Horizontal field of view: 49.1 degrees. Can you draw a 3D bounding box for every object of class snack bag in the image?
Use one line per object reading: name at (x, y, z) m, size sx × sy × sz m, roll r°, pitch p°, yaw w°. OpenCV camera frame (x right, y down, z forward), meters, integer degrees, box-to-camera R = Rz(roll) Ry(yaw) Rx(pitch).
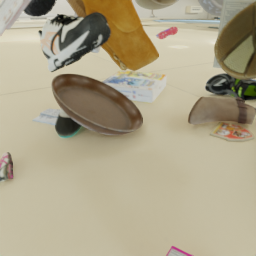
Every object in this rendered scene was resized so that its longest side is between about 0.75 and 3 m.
snack bag at (-2.297, -0.356, 8.501) m, size 0.897 × 0.102 × 0.951 m, roll 10°, pitch 28°, yaw 20°

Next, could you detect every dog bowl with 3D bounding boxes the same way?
dog bowl at (3.139, -4.637, 8.994) m, size 1.889 × 1.889 × 0.554 m, roll -5°, pitch 16°, yaw -11°

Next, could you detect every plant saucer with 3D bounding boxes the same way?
plant saucer at (-0.854, -0.615, 7.669) m, size 2.658 × 0.426 × 2.658 m, roll 24°, pitch 26°, yaw -13°

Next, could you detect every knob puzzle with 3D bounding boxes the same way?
knob puzzle at (2.847, 0.084, 7.515) m, size 1.146 × 0.159 × 1.146 m, roll 0°, pitch 25°, yaw 0°

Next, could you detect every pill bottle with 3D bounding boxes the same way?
pill bottle at (-0.962, -2.924, 7.480) m, size 0.939 × 1.650 × 0.939 m, roll 14°, pitch 5°, yaw -1°

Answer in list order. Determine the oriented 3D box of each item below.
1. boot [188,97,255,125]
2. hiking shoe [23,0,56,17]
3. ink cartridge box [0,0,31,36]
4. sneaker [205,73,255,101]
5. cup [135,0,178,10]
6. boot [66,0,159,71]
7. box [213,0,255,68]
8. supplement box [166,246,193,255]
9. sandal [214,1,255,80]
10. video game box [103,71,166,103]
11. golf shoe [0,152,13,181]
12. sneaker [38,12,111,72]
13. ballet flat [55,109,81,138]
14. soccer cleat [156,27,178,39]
boot at (2.781, -0.422, 7.983) m, size 1.507 × 0.724 × 2.062 m, roll 20°, pitch 34°, yaw 28°
hiking shoe at (-2.770, -4.290, 8.893) m, size 0.981 × 0.738 × 1.949 m, roll 29°, pitch 64°, yaw 15°
ink cartridge box at (-2.673, -2.864, 6.676) m, size 1.471 × 1.296 × 0.329 m, roll -29°, pitch -33°, yaw 36°
sneaker at (3.898, -1.455, 10.000) m, size 2.201 × 0.780 × 0.912 m, roll 11°, pitch 21°, yaw 16°
cup at (0.710, -4.108, 8.160) m, size 1.557 × 1.557 × 1.113 m, roll -11°, pitch 2°, yaw -22°
boot at (-0.083, -2.173, 5.255) m, size 1.060 × 2.156 × 3.012 m, roll -46°, pitch 14°, yaw -13°
box at (2.880, -2.564, 7.519) m, size 0.897 × 1.890 × 0.735 m, roll 12°, pitch 44°, yaw 16°
supplement box at (0.526, 1.926, 3.340) m, size 0.442 × 0.433 × 0.855 m, roll 16°, pitch 30°, yaw 31°
sandal at (2.363, -1.504, 3.687) m, size 2.767 × 1.111 × 0.747 m, roll -31°, pitch -7°, yaw 4°
video game box at (0.234, -1.642, 10.720) m, size 2.059 × 0.529 × 2.260 m, roll 11°, pitch 28°, yaw 16°
golf shoe at (-2.629, 0.785, 5.862) m, size 0.406 × 0.320 × 0.881 m, roll -9°, pitch 27°, yaw -18°
sneaker at (-1.116, -1.634, 4.981) m, size 0.843 × 0.915 × 2.288 m, roll -31°, pitch 16°, yaw -29°
ballet flat at (-1.603, -0.524, 8.100) m, size 0.744 × 0.749 × 2.189 m, roll 3°, pitch 26°, yaw 4°
soccer cleat at (1.222, -2.978, 8.732) m, size 0.789 × 0.263 × 0.302 m, roll -35°, pitch 40°, yaw -27°
